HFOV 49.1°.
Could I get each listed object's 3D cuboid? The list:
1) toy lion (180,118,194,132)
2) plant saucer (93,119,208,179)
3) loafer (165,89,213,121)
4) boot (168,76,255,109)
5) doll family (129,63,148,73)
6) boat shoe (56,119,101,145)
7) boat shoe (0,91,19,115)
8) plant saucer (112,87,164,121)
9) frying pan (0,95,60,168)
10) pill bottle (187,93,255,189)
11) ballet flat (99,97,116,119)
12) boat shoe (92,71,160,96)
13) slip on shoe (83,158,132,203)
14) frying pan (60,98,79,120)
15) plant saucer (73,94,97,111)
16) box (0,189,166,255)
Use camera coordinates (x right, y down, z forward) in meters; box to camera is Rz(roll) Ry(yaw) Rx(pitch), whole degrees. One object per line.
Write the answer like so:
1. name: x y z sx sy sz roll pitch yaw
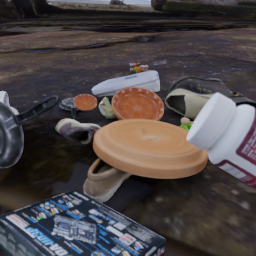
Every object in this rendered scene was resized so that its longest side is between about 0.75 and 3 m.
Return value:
1. toy lion: 2.233 0.067 8.497 1.073 0.369 1.029 -5 34 -9
2. plant saucer: 0.562 0.345 6.982 2.834 0.457 2.834 7 20 -2
3. loafer: 2.265 -0.657 9.247 0.871 0.965 2.550 -22 29 -37
4. boot: 3.061 -1.110 10.174 2.708 0.937 2.357 -9 31 -13
5. doll family: 0.624 -3.072 14.694 0.751 0.546 1.211 10 10 34
6. boat shoe: -1.182 0.193 7.505 1.679 0.604 0.544 21 28 -56
7. boat shoe: -3.523 -0.253 7.801 0.942 1.060 2.881 -19 47 -21
8. plant saucer: 0.321 -0.697 9.406 1.760 0.284 1.760 4 48 -5
9. frying pan: -2.665 0.167 6.343 2.709 1.639 0.441 -1 9 25
10. pill bottle: 2.414 0.387 5.427 2.319 1.324 1.324 32 32 3
11. ballet flat: -0.791 -0.707 9.876 0.487 0.487 1.379 -8 30 -15
12. boat shoe: -0.078 -1.485 10.866 2.653 0.867 0.976 -9 26 14
13. slip on shoe: -0.331 0.816 6.541 0.835 0.665 2.196 13 29 24
14. frying pan: -2.074 -0.749 9.944 0.899 0.242 1.487 10 26 5
15. plant saucer: -1.406 -0.826 9.194 0.760 0.123 0.760 4 47 -4
16. box: -0.729 1.761 4.363 2.116 0.487 1.682 19 16 32
